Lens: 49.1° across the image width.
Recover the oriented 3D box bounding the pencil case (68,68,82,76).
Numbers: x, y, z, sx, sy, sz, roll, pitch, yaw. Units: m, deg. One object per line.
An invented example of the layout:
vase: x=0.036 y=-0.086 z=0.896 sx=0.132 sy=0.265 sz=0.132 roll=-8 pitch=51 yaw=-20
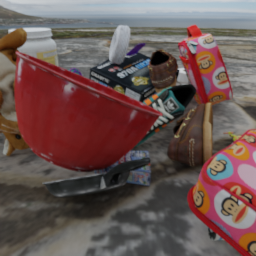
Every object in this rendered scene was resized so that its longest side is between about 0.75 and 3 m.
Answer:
pencil case: x=-2.586 y=-2.113 z=11.715 sx=0.722 sy=0.665 sz=1.563 roll=-6 pitch=8 yaw=-41

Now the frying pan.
frying pan: x=-0.292 y=0.833 z=4.658 sx=2.596 sy=0.423 sz=1.570 roll=-15 pitch=-10 yaw=36

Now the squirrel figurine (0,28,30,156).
squirrel figurine: x=-3.058 y=-0.610 z=6.904 sx=2.656 sy=2.479 sz=1.880 roll=-14 pitch=20 yaw=50

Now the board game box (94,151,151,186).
board game box: x=-0.116 y=0.776 z=6.055 sx=1.153 sy=0.356 sz=1.154 roll=1 pitch=24 yaw=1

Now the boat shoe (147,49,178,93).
boat shoe: x=1.191 y=-2.219 z=9.726 sx=0.999 sy=0.998 sz=2.838 roll=-19 pitch=27 yaw=13

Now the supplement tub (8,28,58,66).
supplement tub: x=-3.620 y=-2.503 z=10.826 sx=1.789 sy=2.461 sz=1.789 roll=0 pitch=24 yaw=0

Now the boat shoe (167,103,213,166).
boat shoe: x=1.593 y=0.033 z=6.882 sx=0.987 sy=0.988 sz=2.808 roll=-2 pitch=17 yaw=19

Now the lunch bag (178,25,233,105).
lunch bag: x=2.521 y=-2.213 z=9.612 sx=1.205 sy=2.591 sz=2.942 roll=-19 pitch=13 yaw=11

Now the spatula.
spatula: x=-0.328 y=-2.886 z=11.337 sx=2.470 sy=0.254 sz=0.698 roll=-12 pitch=8 yaw=39

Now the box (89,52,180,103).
box: x=0.320 y=-2.014 z=10.953 sx=2.351 sy=0.680 sz=2.958 roll=30 pitch=40 yaw=23

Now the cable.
cable: x=-0.318 y=-3.098 z=10.410 sx=0.493 sy=1.424 sz=1.424 roll=12 pitch=63 yaw=-14

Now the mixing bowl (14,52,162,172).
mixing bowl: x=-0.930 y=-0.147 z=5.303 sx=2.820 sy=1.527 sz=2.820 roll=23 pitch=9 yaw=-4

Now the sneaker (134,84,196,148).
sneaker: x=0.749 y=-0.430 z=7.184 sx=2.592 sy=0.925 sz=1.036 roll=-40 pitch=7 yaw=-30

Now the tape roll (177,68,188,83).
tape roll: x=2.912 y=-2.513 z=13.355 sx=1.275 sy=0.446 sz=1.275 roll=0 pitch=23 yaw=0

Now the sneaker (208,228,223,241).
sneaker: x=1.558 y=1.451 z=4.610 sx=0.476 sy=0.411 sz=1.098 roll=14 pitch=29 yaw=3

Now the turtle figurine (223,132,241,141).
turtle figurine: x=2.980 y=0.294 z=7.213 sx=0.749 sy=0.299 sz=0.928 roll=-3 pitch=12 yaw=-27

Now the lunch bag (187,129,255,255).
lunch bag: x=2.325 y=1.068 z=4.281 sx=2.118 sy=0.985 sz=2.405 roll=37 pitch=38 yaw=30
